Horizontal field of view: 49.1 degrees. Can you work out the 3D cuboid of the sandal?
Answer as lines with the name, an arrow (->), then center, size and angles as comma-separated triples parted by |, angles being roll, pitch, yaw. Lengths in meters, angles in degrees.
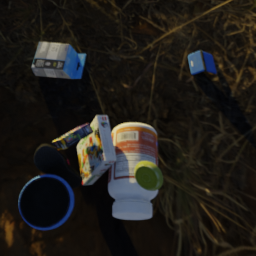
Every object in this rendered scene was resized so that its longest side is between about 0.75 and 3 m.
sandal -> -2.354, 1.277, 9.418 | 0.894, 2.380, 0.536 | -26, 45, 5

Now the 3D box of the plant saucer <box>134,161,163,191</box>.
plant saucer -> 0.498, 1.294, 7.363 | 0.861, 0.861, 0.134 | 37, 32, 16

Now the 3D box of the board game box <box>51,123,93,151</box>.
board game box -> -1.873, 0.319, 9.276 | 1.090, 1.318, 0.374 | -34, 99, -27

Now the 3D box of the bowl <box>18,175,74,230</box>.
bowl -> -2.480, 2.232, 8.465 | 1.646, 0.323, 1.646 | 1, 76, -4

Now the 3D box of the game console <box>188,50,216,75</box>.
game console -> 3.438, -2.942, 13.054 | 0.999, 0.693, 1.171 | -18, 60, 26

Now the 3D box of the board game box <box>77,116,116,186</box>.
board game box -> -1.190, 0.871, 9.852 | 0.439, 2.537, 1.602 | 0, 62, -27

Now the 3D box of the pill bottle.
pill bottle -> 0.173, 1.466, 9.420 | 1.660, 1.660, 2.960 | 2, 62, 1

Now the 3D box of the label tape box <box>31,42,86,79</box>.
label tape box -> -3.128, -3.076, 12.797 | 2.116, 0.699, 1.516 | 5, 64, 4
